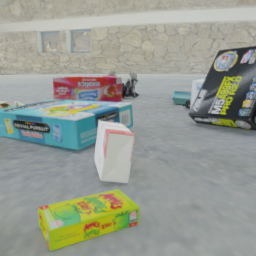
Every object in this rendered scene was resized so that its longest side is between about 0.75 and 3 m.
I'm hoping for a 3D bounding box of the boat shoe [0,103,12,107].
[{"bbox_3d":[-3.949,-0.533,8.192,0.524,0.532,1.501,-4,7,11],"label":"boat shoe"}]

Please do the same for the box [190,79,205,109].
[{"bbox_3d":[3.054,-0.870,8.369,2.064,1.046,1.161,11,17,35],"label":"box"}]

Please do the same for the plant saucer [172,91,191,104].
[{"bbox_3d":[2.438,-1.325,12.137,0.999,0.271,2.858,7,15,9],"label":"plant saucer"}]

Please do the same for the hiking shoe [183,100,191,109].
[{"bbox_3d":[2.356,-0.915,10.145,0.520,0.391,1.033,10,16,30],"label":"hiking shoe"}]

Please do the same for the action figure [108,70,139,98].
[{"bbox_3d":[-0.363,-2.093,13.396,1.517,1.303,2.553,5,7,-28],"label":"action figure"}]

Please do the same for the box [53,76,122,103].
[{"bbox_3d":[-1.478,-1.290,10.092,2.371,1.132,1.182,-3,13,-15],"label":"box"}]

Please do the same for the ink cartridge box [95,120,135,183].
[{"bbox_3d":[-0.244,0.287,4.122,0.386,0.666,1.144,7,9,-13],"label":"ink cartridge box"}]

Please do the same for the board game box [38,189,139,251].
[{"bbox_3d":[-0.384,0.864,2.755,0.878,0.209,0.446,-7,15,-28],"label":"board game box"}]

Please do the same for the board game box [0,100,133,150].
[{"bbox_3d":[-1.449,-0.202,6.293,2.497,0.586,1.885,6,16,32],"label":"board game box"}]

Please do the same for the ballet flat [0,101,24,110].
[{"bbox_3d":[-3.059,-0.503,7.361,1.285,0.411,0.486,-8,15,-44],"label":"ballet flat"}]

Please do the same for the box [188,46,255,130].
[{"bbox_3d":[2.687,-1.041,6.965,0.475,2.144,1.717,38,-16,-36],"label":"box"}]
